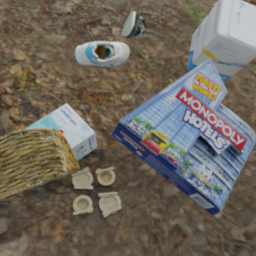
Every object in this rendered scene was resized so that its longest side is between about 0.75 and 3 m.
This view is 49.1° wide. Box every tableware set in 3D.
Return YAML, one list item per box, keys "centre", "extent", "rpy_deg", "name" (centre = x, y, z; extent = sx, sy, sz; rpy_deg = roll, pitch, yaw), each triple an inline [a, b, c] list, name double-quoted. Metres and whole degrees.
- centre: [-1.076, 2.073, 9.243]
  extent: [1.529, 0.212, 1.831]
  rpy_deg: [-8, 56, -5]
  name: "tableware set"

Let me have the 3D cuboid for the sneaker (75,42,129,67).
- centre: [-0.538, -2.053, 7.799]
  extent: [0.749, 0.709, 1.854]
  rpy_deg: [4, 18, 42]
  name: "sneaker"

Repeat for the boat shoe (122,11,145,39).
- centre: [0.266, -3.561, 9.812]
  extent: [0.766, 0.814, 2.266]
  rpy_deg: [29, 26, -12]
  name: "boat shoe"

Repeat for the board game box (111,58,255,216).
- centre: [1.550, -0.084, 6.105]
  extent: [2.733, 0.843, 2.731]
  rpy_deg: [38, 65, 1]
  name: "board game box"

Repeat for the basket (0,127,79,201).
- centre: [-2.291, 0.735, 6.558]
  extent: [1.865, 1.389, 1.331]
  rpy_deg: [-21, 86, 1]
  name: "basket"

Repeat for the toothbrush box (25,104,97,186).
- centre: [-2.554, 0.529, 9.813]
  extent: [2.383, 1.016, 1.745]
  rpy_deg: [-34, 62, -23]
  name: "toothbrush box"

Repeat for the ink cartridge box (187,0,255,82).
- centre: [3.297, -2.947, 9.591]
  extent: [1.613, 2.230, 1.642]
  rpy_deg: [17, 71, -8]
  name: "ink cartridge box"
